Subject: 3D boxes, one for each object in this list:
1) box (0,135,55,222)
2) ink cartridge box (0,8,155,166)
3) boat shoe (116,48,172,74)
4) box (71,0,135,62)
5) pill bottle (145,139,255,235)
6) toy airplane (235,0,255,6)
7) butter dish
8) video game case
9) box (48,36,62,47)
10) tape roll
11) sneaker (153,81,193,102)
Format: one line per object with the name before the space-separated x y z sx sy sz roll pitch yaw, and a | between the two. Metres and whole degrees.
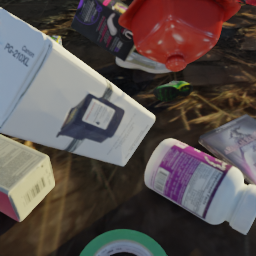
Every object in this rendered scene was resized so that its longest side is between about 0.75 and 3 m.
box | -2.729 0.998 6.137 1.827 0.996 1.168 19 43 22
ink cartridge box | -1.043 -0.542 4.289 1.923 2.657 1.121 36 94 32
boat shoe | 0.777 -2.718 10.758 2.605 0.835 0.960 12 41 14
box | -0.512 -3.097 8.345 1.921 1.174 1.019 33 39 -5
pill bottle | 1.539 1.172 5.751 2.198 1.234 1.234 26 46 27
toy airplane | 2.896 -2.770 6.034 1.332 0.245 1.332 4 32 -2
butter dish | 1.091 -2.088 6.445 2.189 2.183 1.618 11 74 -27
video game case | 3.423 0.703 7.102 1.915 0.254 2.680 -22 45 -24
box | -3.176 -2.503 10.455 0.972 0.892 2.774 0 39 -1
tape roll | -0.085 2.563 4.727 1.666 0.400 1.666 0 40 0
sneaker | 1.428 -1.254 9.323 1.404 0.548 0.598 -11 33 -26
